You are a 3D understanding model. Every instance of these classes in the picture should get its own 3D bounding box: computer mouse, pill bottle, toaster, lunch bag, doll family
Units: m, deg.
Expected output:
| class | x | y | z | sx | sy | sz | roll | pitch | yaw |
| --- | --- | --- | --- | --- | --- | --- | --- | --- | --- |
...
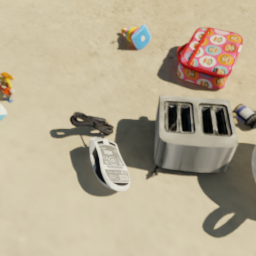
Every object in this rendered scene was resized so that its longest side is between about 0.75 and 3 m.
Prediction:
| class | x | y | z | sx | sy | sz | roll | pitch | yaw |
| --- | --- | --- | --- | --- | --- | --- | --- | --- | --- |
| computer mouse | -0.724 | 0.689 | 7.627 | 1.384 | 0.554 | 2.524 | 14 | 42 | -42 |
| pill bottle | 3.689 | -0.343 | 8.703 | 0.461 | 0.461 | 0.825 | -26 | 56 | -20 |
| toaster | 1.721 | 0.184 | 7.661 | 2.029 | 1.332 | 2.244 | 4 | 50 | 4 |
| lunch bag | 2.847 | -2.621 | 10.215 | 2.135 | 0.993 | 2.424 | 20 | 59 | 18 |
| doll family | -4.349 | -1.574 | 9.312 | 1.554 | 0.965 | 0.700 | 19 | 53 | 8 |

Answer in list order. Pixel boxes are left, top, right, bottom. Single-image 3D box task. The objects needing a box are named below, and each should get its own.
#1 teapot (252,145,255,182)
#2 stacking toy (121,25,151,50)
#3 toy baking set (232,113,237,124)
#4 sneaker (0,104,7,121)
| class | x | y | z | sx | sy | sz | roll | pitch | yaw |
| --- | --- | --- | --- | --- | --- | --- | --- | --- | --- |
| teapot | 4.292 | 0.841 | 6.345 | 2.630 | 1.946 | 2.665 | -1 | 75 | -1 |
| stacking toy | 0.161 | -3.834 | 11.498 | 0.840 | 0.794 | 1.447 | -47 | 49 | -7 |
| toy baking set | 3.010 | -0.299 | 8.768 | 0.778 | 0.091 | 0.597 | 6 | 77 | 7 |
| sneaker | -4.703 | -0.831 | 8.716 | 2.310 | 0.933 | 0.884 | 29 | 61 | 26 |
